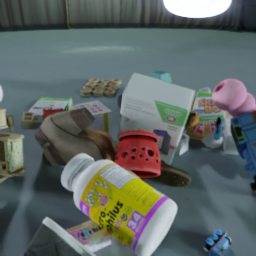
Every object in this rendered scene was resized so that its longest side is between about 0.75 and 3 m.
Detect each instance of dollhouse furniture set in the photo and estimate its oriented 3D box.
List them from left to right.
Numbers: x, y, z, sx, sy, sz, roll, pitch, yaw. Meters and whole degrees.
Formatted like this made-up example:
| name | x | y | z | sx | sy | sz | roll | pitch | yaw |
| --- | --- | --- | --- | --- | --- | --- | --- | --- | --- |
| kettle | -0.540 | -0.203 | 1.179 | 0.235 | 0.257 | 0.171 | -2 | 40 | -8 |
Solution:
| name | x | y | z | sx | sy | sz | roll | pitch | yaw |
| --- | --- | --- | --- | --- | --- | --- | --- | --- | --- |
| dollhouse furniture set | -3.713 | 0.515 | 7.601 | 1.006 | 1.810 | 1.601 | 6 | 14 | 24 |
| dollhouse furniture set | -3.477 | 0.072 | 10.022 | 2.396 | 1.290 | 0.975 | -2 | 28 | -14 |

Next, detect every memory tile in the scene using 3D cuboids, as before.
| name | x | y | z | sx | sy | sz | roll | pitch | yaw |
| --- | --- | --- | --- | --- | --- | --- | --- | --- | --- |
| memory tile | -1.551 | -2.398 | 16.287 | 2.051 | 0.225 | 2.675 | 3 | 27 | 6 |

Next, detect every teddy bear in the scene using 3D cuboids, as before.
| name | x | y | z | sx | sy | sz | roll | pitch | yaw |
| --- | --- | --- | --- | --- | --- | --- | --- | --- | --- |
| teddy bear | 1.743 | -0.421 | 11.186 | 1.558 | 0.717 | 2.149 | -18 | 18 | -30 |

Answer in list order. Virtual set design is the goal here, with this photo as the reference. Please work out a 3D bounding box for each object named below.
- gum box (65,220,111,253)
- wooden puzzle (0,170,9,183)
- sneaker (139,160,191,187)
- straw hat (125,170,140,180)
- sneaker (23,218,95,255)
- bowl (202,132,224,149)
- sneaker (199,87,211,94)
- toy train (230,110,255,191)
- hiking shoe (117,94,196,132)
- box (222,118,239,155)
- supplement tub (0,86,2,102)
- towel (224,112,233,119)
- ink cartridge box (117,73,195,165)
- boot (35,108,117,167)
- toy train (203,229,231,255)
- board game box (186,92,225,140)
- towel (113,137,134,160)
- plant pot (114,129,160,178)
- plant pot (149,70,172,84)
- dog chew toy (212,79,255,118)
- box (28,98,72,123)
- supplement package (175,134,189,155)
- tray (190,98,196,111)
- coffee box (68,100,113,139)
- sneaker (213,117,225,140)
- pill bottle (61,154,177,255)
| name | x | y | z | sx | sy | sz | roll | pitch | yaw |
| --- | --- | --- | --- | --- | --- | --- | --- | --- | --- |
| gum box | -0.956 | 2.526 | 6.418 | 1.085 | 0.359 | 0.616 | -15 | 30 | -26 |
| wooden puzzle | -4.233 | 1.507 | 8.451 | 1.534 | 0.266 | 2.274 | 9 | 26 | 34 |
| sneaker | 0.976 | 1.226 | 8.519 | 1.925 | 0.678 | 0.727 | 9 | 40 | 20 |
| straw hat | 0.162 | 1.818 | 7.481 | 0.607 | 1.434 | 1.434 | -45 | 31 | 6 |
| sneaker | -1.038 | 2.922 | 5.291 | 2.454 | 0.868 | 1.217 | 32 | 67 | 17 |
| bowl | 3.085 | 0.485 | 9.977 | 0.842 | 0.842 | 0.378 | -9 | 65 | -16 |
| sneaker | 3.863 | -1.560 | 14.186 | 0.803 | 0.687 | 1.844 | -6 | 27 | -1 |
| toy train | 4.173 | 0.747 | 8.203 | 1.705 | 1.293 | 2.984 | -21 | 49 | 19 |
| hiking shoe | 0.957 | -0.764 | 9.654 | 2.680 | 1.349 | 1.015 | 18 | 63 | -4 |
| box | 4.100 | 0.323 | 10.300 | 1.103 | 0.770 | 1.449 | 6 | 28 | 12 |
| supplement tub | -7.264 | -1.710 | 13.828 | 1.660 | 1.201 | 1.201 | 0 | 27 | 0 |
| towel | 4.779 | -0.394 | 12.255 | 1.132 | 0.295 | 1.709 | 12 | 30 | 25 |
| ink cartridge box | 0.741 | -0.121 | 8.700 | 1.898 | 2.611 | 1.143 | 17 | 47 | 7 |
| boot | -1.574 | 0.729 | 8.858 | 2.067 | 2.828 | 0.993 | -29 | 6 | 23 |
| toy train | 2.021 | 2.617 | 6.316 | 0.759 | 0.329 | 0.434 | -22 | 43 | -40 |
| board game box | 3.312 | -0.590 | 11.579 | 1.302 | 0.409 | 2.725 | 9 | 47 | 19 |
| towel | 0.160 | 0.611 | 10.352 | 1.547 | 0.229 | 2.109 | 16 | 31 | 29 |
| plant pot | 0.257 | 0.733 | 7.818 | 1.283 | 1.283 | 1.168 | 2 | 69 | 3 |
| plant pot | 1.599 | -2.109 | 14.325 | 1.049 | 1.485 | 1.050 | -23 | 35 | -37 |
| dog chew toy | 3.678 | -0.818 | 9.325 | 1.747 | 1.088 | 1.088 | 37 | 26 | -10 |
| box | -3.643 | -0.870 | 13.111 | 1.575 | 0.397 | 2.182 | 2 | 28 | 3 |
| supplement package | 1.702 | 0.514 | 10.105 | 0.774 | 0.588 | 0.583 | 21 | 29 | 35 |
| tray | 2.949 | -0.778 | 12.876 | 1.158 | 0.435 | 2.348 | -1 | 26 | -2 |
| coffee box | -1.431 | -0.152 | 10.673 | 1.265 | 1.279 | 1.277 | -15 | 30 | -26 |
| sneaker | 2.791 | 0.004 | 8.769 | 0.299 | 0.763 | 0.343 | 7 | -7 | 38 |
| pill bottle | -0.295 | 1.587 | 6.277 | 2.537 | 1.322 | 1.322 | 29 | 37 | 25 |
